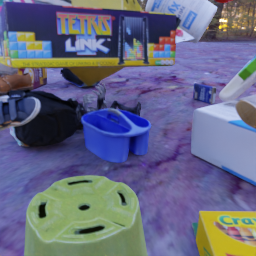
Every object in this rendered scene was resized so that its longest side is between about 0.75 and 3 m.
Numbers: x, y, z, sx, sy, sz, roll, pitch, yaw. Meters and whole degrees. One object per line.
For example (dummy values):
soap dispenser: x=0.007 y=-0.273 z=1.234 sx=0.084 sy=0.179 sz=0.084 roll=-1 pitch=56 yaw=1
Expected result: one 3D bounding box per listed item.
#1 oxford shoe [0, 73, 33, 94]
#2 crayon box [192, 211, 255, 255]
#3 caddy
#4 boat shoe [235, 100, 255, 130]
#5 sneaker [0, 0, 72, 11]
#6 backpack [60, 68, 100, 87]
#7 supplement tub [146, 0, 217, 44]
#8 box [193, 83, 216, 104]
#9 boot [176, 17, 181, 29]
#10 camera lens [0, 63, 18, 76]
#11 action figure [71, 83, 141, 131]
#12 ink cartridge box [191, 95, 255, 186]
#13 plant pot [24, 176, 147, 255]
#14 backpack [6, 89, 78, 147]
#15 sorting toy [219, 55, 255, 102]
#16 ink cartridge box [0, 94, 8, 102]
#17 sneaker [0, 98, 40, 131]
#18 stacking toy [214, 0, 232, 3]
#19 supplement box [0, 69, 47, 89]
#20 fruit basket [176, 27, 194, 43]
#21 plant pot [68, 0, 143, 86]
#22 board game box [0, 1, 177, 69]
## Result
oxford shoe: x=-4.387 y=-1.622 z=10.042 sx=0.769 sy=0.769 sz=2.157 roll=11 pitch=21 yaw=26
crayon box: x=1.642 y=1.653 z=3.187 sx=1.448 sy=0.579 sz=2.281 roll=0 pitch=20 yaw=0
caddy: x=-0.321 y=0.032 z=6.871 sx=1.355 sy=1.006 sz=1.917 roll=-15 pitch=25 yaw=-36
boat shoe: x=2.079 y=-0.144 z=4.534 sx=0.832 sy=0.307 sz=0.288 roll=45 pitch=29 yaw=4
sneaker: x=-2.627 y=-2.481 z=6.618 sx=2.727 sy=1.647 sz=1.140 roll=-11 pitch=34 yaw=-41
backpack: x=-2.094 y=-3.168 z=13.759 sx=1.722 sy=2.144 sz=2.343 roll=-11 pitch=32 yaw=-34
supplement tub: x=1.933 y=-4.329 z=10.376 sx=2.265 sy=1.495 sz=1.495 roll=32 pitch=27 yaw=6
box: x=2.962 y=-1.369 z=11.084 sx=0.172 sy=0.642 sz=1.060 roll=-15 pitch=25 yaw=-33
boot: x=0.671 y=-2.668 z=7.288 sx=1.274 sy=0.952 sz=0.479 roll=-43 pitch=25 yaw=5
camera lens: x=-3.732 y=-2.251 z=8.337 sx=0.989 sy=1.236 sz=0.989 roll=18 pitch=26 yaw=-9
action figure: x=-0.904 y=-0.580 z=8.164 sx=2.527 sy=1.289 sz=1.502 roll=4 pitch=32 yaw=5
ink cartridge box: x=3.171 y=0.096 z=6.400 sx=2.786 sy=1.196 sz=2.040 roll=-12 pitch=25 yaw=-32
plant pot: x=-0.383 y=1.339 z=2.704 sx=1.587 sy=1.507 sz=1.587 roll=1 pitch=21 yaw=0
backpack: x=-2.438 y=-0.290 z=7.289 sx=1.726 sy=1.309 sz=2.068 roll=-5 pitch=21 yaw=-36
sorting toy: x=3.408 y=-1.897 z=6.114 sx=0.509 sy=2.789 sz=2.581 roll=49 pitch=51 yaw=2
ink cartridge box: x=-4.573 y=-0.929 z=10.014 sx=1.325 sy=0.567 sz=0.978 roll=-3 pitch=20 yaw=-4
sneaker: x=-1.586 y=-0.185 z=3.669 sx=0.861 sy=0.338 sz=0.342 roll=-22 pitch=-23 yaw=15
stacking toy: x=1.119 y=-2.868 z=4.901 sx=2.501 sy=1.068 sz=1.068 roll=2 pitch=16 yaw=-36
supplement box: x=-4.849 y=-2.483 z=13.050 sx=1.024 sy=1.320 sz=2.392 roll=5 pitch=22 yaw=12
fruit basket: x=1.421 y=-2.962 z=8.775 sx=0.927 sy=0.469 sz=1.000 roll=-25 pitch=64 yaw=-36
plant pot: x=-0.912 y=-3.367 z=9.275 sx=2.609 sy=2.534 sz=2.550 roll=-14 pitch=-29 yaw=26
board game box: x=-0.968 y=-1.525 z=4.967 sx=2.410 sy=0.827 sz=2.916 roll=-6 pitch=15 yaw=-26
